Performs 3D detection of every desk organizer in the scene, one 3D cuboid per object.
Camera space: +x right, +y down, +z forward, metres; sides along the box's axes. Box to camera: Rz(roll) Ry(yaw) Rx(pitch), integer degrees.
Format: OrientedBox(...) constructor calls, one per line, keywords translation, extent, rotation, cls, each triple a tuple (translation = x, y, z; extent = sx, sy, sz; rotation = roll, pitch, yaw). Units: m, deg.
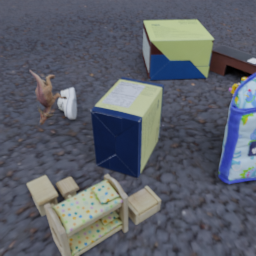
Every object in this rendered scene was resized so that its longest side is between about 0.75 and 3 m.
OrientedBox(translation=(5.080, -2.818, 12.818), extent=(0.974, 1.045, 2.715), rotation=(-28, 45, -31), cls="desk organizer")

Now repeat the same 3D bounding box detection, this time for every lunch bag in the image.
OrientedBox(translation=(3.681, -0.043, 7.615), extent=(2.939, 2.499, 1.873), rotation=(-25, 40, -23), cls="lunch bag")

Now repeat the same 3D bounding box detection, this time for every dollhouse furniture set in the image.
OrientedBox(translation=(-0.884, 1.445, 6.930), extent=(2.592, 1.441, 2.292), rotation=(-24, 43, -28), cls="dollhouse furniture set")

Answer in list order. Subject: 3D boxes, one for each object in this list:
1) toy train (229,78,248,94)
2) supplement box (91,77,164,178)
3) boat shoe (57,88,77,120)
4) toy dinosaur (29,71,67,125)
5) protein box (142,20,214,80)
OrientedBox(translation=(4.413, -1.377, 10.641), extent=(0.938, 1.249, 0.347), rotation=(47, 50, 8), cls="toy train")
OrientedBox(translation=(0.054, -0.078, 8.387), extent=(1.397, 2.082, 2.079), rotation=(14, 40, 18), cls="supplement box")
OrientedBox(translation=(-2.354, -0.932, 10.659), extent=(0.669, 0.732, 2.035), rotation=(-10, 38, -4), cls="boat shoe")
OrientedBox(translation=(-2.425, -0.876, 8.115), extent=(0.669, 1.558, 1.056), rotation=(2, 46, 21), cls="toy dinosaur")
OrientedBox(translation=(2.191, -3.782, 13.375), extent=(2.774, 1.886, 2.795), rotation=(-2, 38, -3), cls="protein box")
